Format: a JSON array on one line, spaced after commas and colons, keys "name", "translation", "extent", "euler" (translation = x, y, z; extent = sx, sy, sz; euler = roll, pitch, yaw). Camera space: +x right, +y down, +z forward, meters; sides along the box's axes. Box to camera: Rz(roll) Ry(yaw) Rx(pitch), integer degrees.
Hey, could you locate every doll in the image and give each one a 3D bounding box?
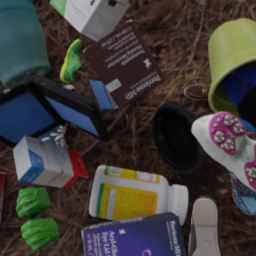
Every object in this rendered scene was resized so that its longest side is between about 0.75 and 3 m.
[{"name": "doll", "translation": [3.071, -0.738, 6.721], "extent": [0.612, 1.723, 2.525], "euler": [8, 46, -30]}]

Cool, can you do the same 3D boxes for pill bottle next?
[{"name": "pill bottle", "translation": [0.335, 2.177, 8.733], "extent": [2.831, 1.597, 1.597], "euler": [9, 78, 1]}]

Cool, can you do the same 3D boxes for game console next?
[{"name": "game console", "translation": [-1.905, 0.037, 6.684], "extent": [2.388, 2.715, 1.580], "euler": [26, 76, 10]}]

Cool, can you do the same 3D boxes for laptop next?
[{"name": "laptop", "translation": [-0.593, -1.306, 9.929], "extent": [1.232, 0.714, 1.154], "euler": [-22, 79, -5]}]

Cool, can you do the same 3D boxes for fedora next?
[{"name": "fedora", "translation": [1.863, 0.239, 9.194], "extent": [1.109, 2.429, 2.429], "euler": [-17, 77, -34]}]

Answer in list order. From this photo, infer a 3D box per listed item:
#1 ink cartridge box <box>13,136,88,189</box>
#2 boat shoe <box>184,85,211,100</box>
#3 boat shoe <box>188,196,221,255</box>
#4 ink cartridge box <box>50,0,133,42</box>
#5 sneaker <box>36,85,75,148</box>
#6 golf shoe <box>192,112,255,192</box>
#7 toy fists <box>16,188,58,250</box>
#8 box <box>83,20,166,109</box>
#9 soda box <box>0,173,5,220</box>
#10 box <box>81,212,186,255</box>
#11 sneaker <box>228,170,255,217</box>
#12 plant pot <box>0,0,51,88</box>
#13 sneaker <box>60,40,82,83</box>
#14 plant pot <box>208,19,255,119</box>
[{"name": "ink cartridge box", "translation": [-1.887, 0.912, 6.970], "extent": [0.569, 1.692, 0.983], "euler": [-46, 48, 19]}, {"name": "boat shoe", "translation": [2.851, -1.305, 9.987], "extent": [1.641, 0.591, 0.592], "euler": [8, 78, 2]}, {"name": "boat shoe", "translation": [2.067, 3.133, 7.513], "extent": [0.866, 0.738, 2.590], "euler": [2, 85, 17]}, {"name": "ink cartridge box", "translation": [-0.777, -3.956, 7.783], "extent": [1.837, 1.060, 2.514], "euler": [47, 110, 28]}, {"name": "sneaker", "translation": [-2.336, -0.057, 9.519], "extent": [1.464, 0.946, 2.698], "euler": [37, 87, 12]}, {"name": "golf shoe", "translation": [2.267, 0.527, 6.003], "extent": [2.283, 1.045, 0.860], "euler": [47, 74, -17]}, {"name": "toy fists", "translation": [-1.931, 1.847, 5.763], "extent": [0.434, 0.644, 1.263], "euler": [-31, 69, 30]}, {"name": "box", "translation": [-0.073, -1.661, 7.394], "extent": [1.413, 1.399, 1.704], "euler": [-31, 102, 7]}, {"name": "soda box", "translation": [-4.568, 2.464, 9.160], "extent": [0.696, 0.630, 1.988], "euler": [1, 77, 0]}, {"name": "box", "translation": [0.168, 2.600, 5.693], "extent": [1.961, 1.023, 1.451], "euler": [-11, 76, 0]}, {"name": "sneaker", "translation": [3.596, 1.726, 9.003], "extent": [0.898, 1.082, 2.265], "euler": [-21, 72, 27]}, {"name": "plant pot", "translation": [-3.868, -2.732, 9.469], "extent": [2.482, 2.482, 2.332], "euler": [-26, 91, -5]}, {"name": "sneaker", "translation": [-1.362, -1.664, 7.076], "extent": [0.465, 0.412, 1.112], "euler": [18, 94, -10]}, {"name": "plant pot", "translation": [3.097, -1.724, 7.513], "extent": [2.258, 2.258, 2.076], "euler": [-2, 54, 0]}]
